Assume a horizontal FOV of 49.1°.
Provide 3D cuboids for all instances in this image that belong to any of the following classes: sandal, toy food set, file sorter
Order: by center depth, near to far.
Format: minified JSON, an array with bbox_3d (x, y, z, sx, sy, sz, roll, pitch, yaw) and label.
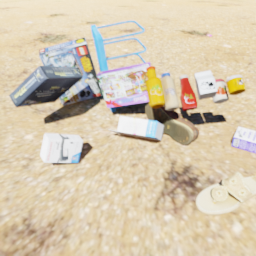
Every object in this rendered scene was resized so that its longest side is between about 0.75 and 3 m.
[{"bbox_3d":[2.778,1.395,6.970,2.403,0.790,0.881,-10,33,-15],"label":"sandal"},{"bbox_3d":[1.840,-1.260,8.007,2.609,1.245,1.174,-11,74,7],"label":"toy food set"},{"bbox_3d":[-0.229,-2.451,10.893,1.761,2.871,1.992,-13,34,-6],"label":"file sorter"}]

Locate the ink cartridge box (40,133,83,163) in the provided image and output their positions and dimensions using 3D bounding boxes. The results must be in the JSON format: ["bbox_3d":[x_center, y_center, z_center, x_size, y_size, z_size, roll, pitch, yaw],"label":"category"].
[{"bbox_3d":[-1.884,0.589,7.931,1.017,0.735,0.428,5,19,-33],"label":"ink cartridge box"}]

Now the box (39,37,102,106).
[{"bbox_3d":[-2.076,-2.038,10.588,1.702,2.486,0.496,-15,50,-2],"label":"box"}]

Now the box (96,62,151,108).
[{"bbox_3d":[-0.012,-1.427,9.559,1.859,1.272,0.364,-7,30,17],"label":"box"}]

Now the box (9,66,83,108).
[{"bbox_3d":[-2.543,-1.326,8.907,1.525,0.493,1.933,-35,-4,24],"label":"box"}]

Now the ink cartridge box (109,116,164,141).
[{"bbox_3d":[0.259,-0.003,9.053,1.585,0.538,0.912,9,-6,20],"label":"ink cartridge box"}]

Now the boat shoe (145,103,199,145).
[{"bbox_3d":[1.462,-0.208,9.512,0.724,0.772,2.144,-19,44,-40],"label":"boat shoe"}]

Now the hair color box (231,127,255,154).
[{"bbox_3d":[4.026,0.452,8.849,1.299,0.421,0.710,19,37,25],"label":"hair color box"}]
